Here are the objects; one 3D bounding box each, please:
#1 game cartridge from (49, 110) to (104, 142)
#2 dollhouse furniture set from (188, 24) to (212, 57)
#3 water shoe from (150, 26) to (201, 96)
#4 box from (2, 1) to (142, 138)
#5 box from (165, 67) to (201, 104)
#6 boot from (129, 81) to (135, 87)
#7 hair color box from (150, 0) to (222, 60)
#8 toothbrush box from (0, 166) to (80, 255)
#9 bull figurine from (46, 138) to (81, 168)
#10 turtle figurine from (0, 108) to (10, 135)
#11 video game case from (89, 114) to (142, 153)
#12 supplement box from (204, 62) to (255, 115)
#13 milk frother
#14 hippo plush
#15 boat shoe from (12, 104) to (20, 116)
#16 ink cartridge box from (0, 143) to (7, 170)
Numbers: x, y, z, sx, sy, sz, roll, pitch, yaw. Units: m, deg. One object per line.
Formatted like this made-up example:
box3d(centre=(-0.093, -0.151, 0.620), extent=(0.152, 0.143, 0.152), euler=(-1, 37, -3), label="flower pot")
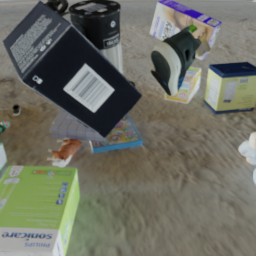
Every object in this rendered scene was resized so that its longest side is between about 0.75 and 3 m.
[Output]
box3d(centre=(-1.516, -0.490, 10.341), extent=(1.903, 0.563, 2.935), euler=(1, 31, 10), label="game cartridge")
box3d(centre=(2.412, -3.056, 9.817), extent=(0.544, 1.088, 0.420), euler=(-36, 32, 9), label="dollhouse furniture set")
box3d(centre=(1.107, -1.378, 6.259), extent=(0.972, 0.880, 2.462), euler=(-37, -5, 3), label="water shoe")
box3d(centre=(-1.206, -1.253, 5.953), extent=(1.305, 2.186, 2.223), euler=(-47, 44, 4), label="box")
box3d(centre=(2.496, -2.000, 12.665), extent=(1.104, 0.995, 1.963), euler=(14, 34, 23), label="box")
box3d(centre=(-0.843, -1.945, 12.950), extent=(2.093, 0.709, 1.367), euler=(-12, 28, -22), label="boot")
box3d(centre=(2.108, -3.748, 10.597), extent=(2.429, 1.327, 0.787), euler=(32, 47, 18), label="hair color box")
box3d(centre=(-2.148, 1.971, 6.205), extent=(1.722, 1.018, 2.365), euler=(1, 31, 1), label="toothbrush box")
box3d(centre=(-2.031, 0.779, 8.690), extent=(0.843, 0.452, 1.388), euler=(13, 34, 20), label="bull figurine")
box3d(centre=(-4.757, 0.014, 9.531), extent=(1.789, 0.901, 1.339), euler=(-29, 27, -16), label="turtle figurine")
box3d(centre=(-0.657, 0.024, 10.145), extent=(1.692, 0.210, 2.364), euler=(-9, 33, -13), label="video game case")
box3d(centre=(4.192, -1.614, 11.337), extent=(1.733, 1.731, 1.163), euler=(-6, 32, -9), label="supplement box")
box3d(centre=(-1.390, -2.484, 8.182), extent=(2.120, 2.210, 2.349), euler=(-21, 44, -21), label="milk frother")
box3d(centre=(4.098, 1.095, 7.719), extent=(1.893, 1.508, 1.522), euler=(2, 58, 11), label="hippo plush")
box3d(centre=(-4.591, -0.809, 11.450), extent=(0.315, 0.257, 0.853), euler=(-8, 33, -13), label="boat shoe")
box3d(centre=(-4.689, 1.009, 8.011), extent=(1.812, 0.762, 1.323), euler=(4, 32, 6), label="ink cartridge box")
